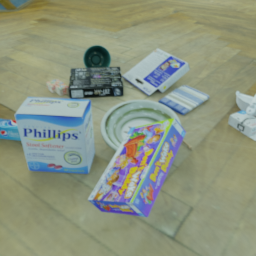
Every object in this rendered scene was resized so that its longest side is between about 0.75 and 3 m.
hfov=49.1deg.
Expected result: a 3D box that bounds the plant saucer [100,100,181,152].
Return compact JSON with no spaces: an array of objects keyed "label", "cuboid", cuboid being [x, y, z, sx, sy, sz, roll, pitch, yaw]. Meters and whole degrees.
[{"label":"plant saucer","cuboid":[0.452,0.123,10.145,2.868,0.720,2.868,0,46,0]}]

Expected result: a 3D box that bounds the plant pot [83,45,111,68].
[{"label":"plant pot","cuboid":[-1.721,-3.703,15.190,1.462,1.462,1.173,-7,14,-9]}]

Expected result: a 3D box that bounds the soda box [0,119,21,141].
[{"label":"soda box","cuboid":[-4.245,0.085,10.526,1.668,0.566,0.535,5,36,7]}]

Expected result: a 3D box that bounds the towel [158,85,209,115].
[{"label":"towel","cuboid":[2.543,-1.289,12.761,1.512,0.245,2.058,32,48,34]}]

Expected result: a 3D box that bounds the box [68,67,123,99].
[{"label":"box","cuboid":[-1.569,-2.256,13.715,2.558,0.557,2.049,-4,39,-5]}]

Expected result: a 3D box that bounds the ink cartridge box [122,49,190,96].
[{"label":"ink cartridge box","cuboid":[1.352,-2.775,14.260,2.562,0.602,2.532,-41,46,-6]}]

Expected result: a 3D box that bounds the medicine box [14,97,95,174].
[{"label":"medicine box","cuboid":[-2.194,0.251,8.857,2.021,2.219,1.142,3,35,4]}]

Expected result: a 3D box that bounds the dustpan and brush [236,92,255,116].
[{"label":"dustpan and brush","cuboid":[5.341,-0.952,11.737,2.084,0.854,2.986,21,40,27]}]

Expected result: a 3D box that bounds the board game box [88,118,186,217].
[{"label":"board game box","cuboid":[0.249,0.934,7.004,1.663,0.554,2.473,-13,37,47]}]

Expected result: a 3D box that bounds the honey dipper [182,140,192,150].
[{"label":"honey dipper","cuboid":[1.981,0.417,10.392,0.234,0.234,1.232,-19,43,-24]}]

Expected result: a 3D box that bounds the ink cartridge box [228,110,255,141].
[{"label":"ink cartridge box","cuboid":[4.703,-0.116,10.918,0.773,0.445,1.335,-19,40,-25]}]

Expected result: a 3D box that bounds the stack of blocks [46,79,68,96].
[{"label":"stack of blocks","cuboid":[-3.431,-1.959,13.607,0.650,0.331,1.130,-25,43,-31]}]
